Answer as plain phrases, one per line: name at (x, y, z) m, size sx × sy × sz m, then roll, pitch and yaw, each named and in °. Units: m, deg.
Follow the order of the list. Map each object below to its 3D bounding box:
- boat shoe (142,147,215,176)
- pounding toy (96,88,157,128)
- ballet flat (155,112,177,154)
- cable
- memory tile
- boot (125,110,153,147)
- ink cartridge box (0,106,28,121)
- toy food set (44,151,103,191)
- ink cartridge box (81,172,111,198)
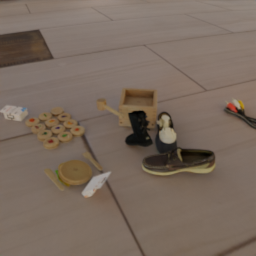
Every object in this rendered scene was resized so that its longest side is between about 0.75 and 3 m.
boat shoe at (1.863, 1.146, 10.475) m, size 2.743 × 0.889 × 1.004 m, roll -4°, pitch 41°, yaw 5°
pounding toy at (-0.072, -0.722, 12.894) m, size 2.728 × 1.248 × 2.396 m, roll 4°, pitch 38°, yaw 4°
ballet flat at (1.610, 0.186, 12.020) m, size 0.965 × 0.965 × 2.640 m, roll 2°, pitch 38°, yaw 2°
cable at (5.454, -0.692, 13.446) m, size 1.065 × 0.552 × 2.193 m, roll -12°, pitch 39°, yaw -15°
memory tile at (-3.387, -0.081, 12.927) m, size 2.017 × 0.221 × 2.631 m, roll -26°, pitch 44°, yaw -30°
boot at (0.295, 0.019, 11.394) m, size 0.628 × 1.392 × 1.698 m, roll -26°, pitch 15°, yaw -30°
ink cartridge box at (-5.559, -0.717, 13.621) m, size 1.122 × 0.381 × 0.651 m, roll 9°, pitch 38°, yaw 12°
toy food set at (-2.024, 1.689, 10.567) m, size 1.953 × 0.392 × 1.348 m, roll -22°, pitch 49°, yaw -38°
ink cartridge box at (-1.037, 1.969, 9.738) m, size 1.049 × 0.263 × 0.850 m, roll -22°, pitch 21°, yaw 40°
